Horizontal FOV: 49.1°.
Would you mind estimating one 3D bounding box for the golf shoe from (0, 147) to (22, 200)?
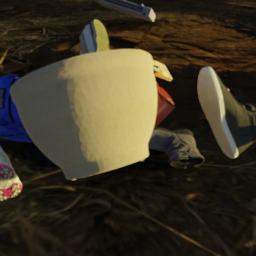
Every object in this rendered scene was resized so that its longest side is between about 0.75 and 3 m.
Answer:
[{"bbox_3d":[-2.235,0.799,4.968,0.538,1.428,0.653,-13,59,-24],"label":"golf shoe"}]

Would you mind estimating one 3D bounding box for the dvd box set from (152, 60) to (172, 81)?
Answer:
[{"bbox_3d":[1.175,-2.206,10.646,1.073,0.158,0.785,8,50,-47],"label":"dvd box set"}]

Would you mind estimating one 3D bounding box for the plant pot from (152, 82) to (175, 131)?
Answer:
[{"bbox_3d":[0.294,-0.403,6.159,1.218,1.185,1.218,41,20,-19],"label":"plant pot"}]

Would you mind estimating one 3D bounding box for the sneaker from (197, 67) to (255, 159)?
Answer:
[{"bbox_3d":[2.163,-0.450,5.790,0.996,2.007,0.710,-28,15,-9],"label":"sneaker"}]

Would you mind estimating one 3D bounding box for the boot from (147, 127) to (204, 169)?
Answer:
[{"bbox_3d":[1.190,0.636,8.593,2.050,0.715,1.349,-5,38,-1],"label":"boot"}]

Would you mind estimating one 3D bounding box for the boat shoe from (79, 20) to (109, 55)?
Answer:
[{"bbox_3d":[-0.778,-1.703,6.695,0.600,0.655,1.753,-23,62,31],"label":"boat shoe"}]

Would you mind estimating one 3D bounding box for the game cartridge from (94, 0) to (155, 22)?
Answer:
[{"bbox_3d":[-0.093,-4.111,9.504,1.997,0.383,1.295,20,19,6],"label":"game cartridge"}]

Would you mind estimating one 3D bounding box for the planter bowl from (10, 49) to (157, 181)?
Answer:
[{"bbox_3d":[-0.548,-0.080,4.674,2.369,1.594,2.369,-15,-2,-1],"label":"planter bowl"}]

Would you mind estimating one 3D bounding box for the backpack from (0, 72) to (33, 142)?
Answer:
[{"bbox_3d":[-2.280,-0.533,6.391,2.006,1.683,1.630,-1,77,16],"label":"backpack"}]
